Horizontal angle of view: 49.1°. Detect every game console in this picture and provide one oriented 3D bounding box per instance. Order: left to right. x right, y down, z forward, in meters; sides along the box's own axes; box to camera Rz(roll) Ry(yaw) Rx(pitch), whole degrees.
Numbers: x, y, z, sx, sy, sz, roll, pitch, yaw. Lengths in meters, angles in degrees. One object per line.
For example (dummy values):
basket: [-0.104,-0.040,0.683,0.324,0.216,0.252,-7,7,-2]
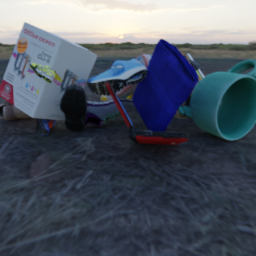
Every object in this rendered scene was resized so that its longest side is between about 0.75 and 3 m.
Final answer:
game console: [0.577,-0.326,8.462,2.255,1.553,2.617,2,-5,5]

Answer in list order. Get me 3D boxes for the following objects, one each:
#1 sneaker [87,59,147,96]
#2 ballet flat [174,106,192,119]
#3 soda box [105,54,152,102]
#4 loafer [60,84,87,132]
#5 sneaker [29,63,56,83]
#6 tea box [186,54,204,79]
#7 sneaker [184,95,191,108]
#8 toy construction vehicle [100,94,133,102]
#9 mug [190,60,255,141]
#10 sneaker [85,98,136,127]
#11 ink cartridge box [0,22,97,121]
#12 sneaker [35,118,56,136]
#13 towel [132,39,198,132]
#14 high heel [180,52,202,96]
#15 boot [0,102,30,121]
sneaker: [-0.415,-1.707,9.118,1.995,0.782,0.897,-21,62,-18]
ballet flat: [2.005,-0.580,10.818,0.591,0.532,1.568,-21,-13,32]
soda box: [0.111,-1.947,11.340,0.902,0.839,2.638,-9,-13,-44]
loafer: [-1.859,-0.819,9.847,0.917,2.519,0.911,11,59,-7]
sneaker: [-2.644,-1.770,8.731,1.031,0.389,0.394,34,75,19]
tea box: [2.304,-2.373,14.218,2.410,1.610,2.371,-33,1,30]
sneaker: [3.670,-0.925,12.755,1.172,1.125,2.988,5,20,-30]
toy construction vehicle: [-0.071,-1.604,15.091,2.491,0.877,2.169,1,29,13]
mug: [3.537,-0.977,10.135,2.740,2.251,1.694,-30,29,-19]
sneaker: [-0.848,-0.504,11.628,2.596,0.966,1.136,-6,57,-12]
ink cartridge box: [-2.992,-2.028,10.533,2.114,2.910,2.104,29,11,25]
sneaker: [-3.180,-0.243,10.947,0.732,0.703,1.865,13,22,-23]
towel: [1.142,-1.234,9.264,0.681,2.750,2.031,-8,57,-30]
high heel: [2.361,-1.948,11.194,1.581,2.218,0.792,17,-32,-37]
boot: [-5.039,-1.076,13.099,2.152,1.034,2.944,-20,18,-28]
